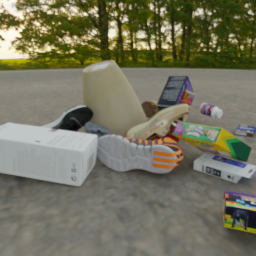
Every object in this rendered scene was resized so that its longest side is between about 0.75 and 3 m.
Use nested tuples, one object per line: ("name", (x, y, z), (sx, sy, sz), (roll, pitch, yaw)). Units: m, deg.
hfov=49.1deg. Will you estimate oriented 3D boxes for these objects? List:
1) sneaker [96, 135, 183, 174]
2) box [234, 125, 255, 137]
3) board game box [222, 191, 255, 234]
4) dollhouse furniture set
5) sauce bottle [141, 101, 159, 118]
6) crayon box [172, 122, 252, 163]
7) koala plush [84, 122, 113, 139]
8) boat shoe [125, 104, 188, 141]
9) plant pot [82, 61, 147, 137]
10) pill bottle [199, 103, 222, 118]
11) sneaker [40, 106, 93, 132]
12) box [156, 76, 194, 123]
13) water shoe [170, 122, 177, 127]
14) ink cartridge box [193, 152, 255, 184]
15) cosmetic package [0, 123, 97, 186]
("sneaker", (0.391, 0.759, 8.597), (2.693, 1.045, 1.509), (11, 10, 26))
("box", (5.035, 0.097, 11.947), (0.747, 0.200, 1.234), (9, 17, 30))
("board game box", (2.673, 1.679, 5.426), (1.574, 0.446, 1.301), (7, 3, 17))
("dollhouse furniture set", (1.566, -0.318, 9.786), (0.848, 2.085, 1.122), (21, 15, 13))
("sauce bottle", (1.500, -0.913, 13.849), (0.830, 0.830, 2.516), (10, 8, 30))
("crayon box", (2.460, 0.401, 8.362), (1.505, 0.509, 1.745), (26, -7, -31))
("koala plush", (-1.174, 0.406, 9.435), (0.939, 1.022, 0.906), (22, 5, -19))
("boat shoe", (1.005, -0.021, 9.050), (2.250, 0.731, 0.812), (-28, -17, 8))
("plant pot", (-0.735, -1.125, 10.702), (2.447, 2.613, 2.447), (-13, 25, 6))
("pill bottle", (3.759, -0.758, 12.703), (0.520, 0.520, 0.932), (-15, 30, -41))
("sneaker", (-2.118, 0.198, 9.353), (2.347, 0.889, 1.028), (-30, 47, 8))
("box", (2.224, -1.278, 12.920), (0.976, 1.385, 1.872), (5, 58, 33))
("water shoe", (2.004, -0.012, 11.409), (0.433, 0.392, 1.097), (-7, 21, -30))
("ink cartridge box", (2.779, 1.151, 7.979), (1.630, 0.320, 0.811), (15, 26, 40))
("cosmetic package", (-2.487, 0.670, 7.989), (2.951, 1.092, 1.500), (9, 17, 6))
